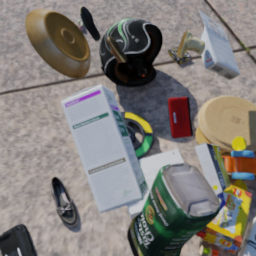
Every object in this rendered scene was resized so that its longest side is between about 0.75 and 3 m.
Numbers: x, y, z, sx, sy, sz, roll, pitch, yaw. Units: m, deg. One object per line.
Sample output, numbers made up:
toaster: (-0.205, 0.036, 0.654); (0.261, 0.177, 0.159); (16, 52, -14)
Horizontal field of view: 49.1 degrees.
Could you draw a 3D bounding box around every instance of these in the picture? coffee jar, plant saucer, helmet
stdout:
coffee jar: (0.860, 2.119, 6.326); (1.132, 2.654, 1.384); (-3, 43, -27)
plant saucer: (-2.110, -2.893, 9.268); (0.466, 2.632, 2.632); (-28, 47, 31)
helmet: (0.135, -3.317, 11.982); (2.727, 2.727, 2.600); (2, 57, 1)

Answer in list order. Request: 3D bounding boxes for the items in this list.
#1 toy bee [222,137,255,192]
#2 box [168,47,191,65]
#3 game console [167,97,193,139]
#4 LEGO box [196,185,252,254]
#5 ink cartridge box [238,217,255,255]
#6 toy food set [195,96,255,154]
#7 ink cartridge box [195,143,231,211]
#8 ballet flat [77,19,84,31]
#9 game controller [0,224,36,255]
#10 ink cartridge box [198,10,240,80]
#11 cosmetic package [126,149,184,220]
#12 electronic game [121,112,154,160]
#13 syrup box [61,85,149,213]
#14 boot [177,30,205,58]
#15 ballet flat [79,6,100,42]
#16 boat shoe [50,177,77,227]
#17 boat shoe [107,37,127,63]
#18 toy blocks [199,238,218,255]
toy bee: (3.523, 1.163, 9.565); (2.917, 1.585, 1.909); (30, 73, -17)
box: (2.477, -3.523, 13.534); (0.753, 0.233, 0.943); (-21, 57, -17)
game console: (1.505, -0.287, 8.169); (0.986, 0.679, 1.145); (-6, 88, -20)
LEGO box: (2.903, 2.622, 8.691); (1.381, 0.716, 1.855); (23, 47, 15)
ink cartridge box: (3.961, 3.789, 7.991); (1.403, 0.810, 1.921); (25, 58, 16)
toy food set: (4.074, -0.094, 10.824); (2.771, 0.681, 2.799); (11, 55, 8)
ink cartridge box: (2.303, 1.238, 7.247); (0.389, 1.637, 1.656); (-23, 75, 22)
ballet flat: (-2.497, -5.553, 14.897); (0.329, 0.339, 0.952); (-4, 54, -18)
game controller: (-3.274, 3.786, 8.342); (0.921, 0.372, 1.765); (-32, 59, -4)
ink cartridge box: (3.079, -2.904, 9.994); (1.765, 0.546, 2.177); (9, 60, -43)
cosmetic package: (0.924, 1.852, 9.488); (2.346, 0.606, 1.769); (-14, 58, -10)
electronic game: (-0.174, 0.313, 10.655); (2.326, 0.484, 2.326); (0, 55, 0)
syrup box: (-0.534, 0.475, 6.951); (1.156, 1.118, 2.840); (-20, 85, 9)
boot: (2.008, -2.503, 8.875); (0.806, 0.377, 1.036); (28, 64, -15)
ballet flat: (-1.391, -3.657, 9.942); (0.431, 1.298, 0.369); (-39, 35, -18)
boat shoe: (-2.169, 2.380, 9.180); (0.585, 0.499, 1.750); (-23, 58, -15)
boat shoe: (-0.332, -1.954, 7.121); (0.258, 0.763, 0.275); (-16, 42, 29)
toy blocks: (2.582, 3.583, 8.467); (0.770, 0.280, 0.642); (10, 57, 3)
